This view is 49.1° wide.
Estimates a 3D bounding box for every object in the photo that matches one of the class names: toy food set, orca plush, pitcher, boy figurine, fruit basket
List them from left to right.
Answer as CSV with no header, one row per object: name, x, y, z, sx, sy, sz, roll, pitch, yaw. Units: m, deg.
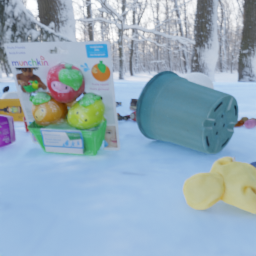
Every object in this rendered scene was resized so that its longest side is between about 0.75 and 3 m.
orca plush,-5.915,-1.407,14.369,1.031,1.525,2.899,-35,29,21
fruit basket,-1.543,-0.634,6.744,2.578,2.783,1.304,3,36,12
pitcher,2.229,-1.451,11.495,2.312,1.401,1.983,-18,9,-39
toy food set,4.210,-0.226,10.638,1.923,0.303,1.223,3,12,13
boy figurine,1.787,0.929,4.451,1.902,0.613,1.183,-7,39,-17

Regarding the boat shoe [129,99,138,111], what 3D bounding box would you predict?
boat shoe,0.867,-1.372,15.018,0.736,0.724,1.975,11,16,41

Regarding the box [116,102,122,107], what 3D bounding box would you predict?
box,-0.991,-1.380,16.269,0.969,0.243,0.976,4,13,21

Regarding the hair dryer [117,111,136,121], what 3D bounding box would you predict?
hair dryer,0.131,-0.529,11.747,1.597,0.434,1.216,2,8,-8

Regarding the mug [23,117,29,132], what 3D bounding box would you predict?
mug,-3.055,-0.168,9.637,0.973,0.649,0.863,-9,13,-22

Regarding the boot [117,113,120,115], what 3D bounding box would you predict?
boot,-0.821,-0.835,12.489,0.937,0.727,0.359,0,12,2

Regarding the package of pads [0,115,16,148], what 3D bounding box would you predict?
package of pads,-4.490,0.076,7.809,2.362,0.894,1.423,7,16,29

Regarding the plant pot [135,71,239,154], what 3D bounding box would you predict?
plant pot,1.649,-0.351,7.578,2.103,2.103,2.060,-10,23,-39

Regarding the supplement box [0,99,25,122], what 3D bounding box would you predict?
supplement box,-4.257,-0.762,11.641,2.840,0.945,0.977,-1,12,-8

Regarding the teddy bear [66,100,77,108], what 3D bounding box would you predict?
teddy bear,-3.924,-1.452,15.440,2.194,0.732,1.590,-2,10,-10

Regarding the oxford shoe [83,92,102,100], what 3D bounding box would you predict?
oxford shoe,-1.043,-1.014,9.505,0.991,2.727,1.151,-15,54,-6
